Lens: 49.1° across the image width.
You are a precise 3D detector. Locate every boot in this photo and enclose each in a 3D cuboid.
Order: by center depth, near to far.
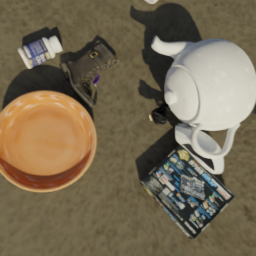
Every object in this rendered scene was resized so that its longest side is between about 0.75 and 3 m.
[{"bbox_3d":[-1.102,-1.840,9.166,1.809,0.719,2.077,-29,71,-10],"label":"boot"}]

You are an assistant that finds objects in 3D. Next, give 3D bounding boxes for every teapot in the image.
[{"bbox_3d":[1.965,-0.998,7.774,2.021,2.731,2.767,-19,38,-20],"label":"teapot"}]

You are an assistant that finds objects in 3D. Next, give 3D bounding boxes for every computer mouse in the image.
[{"bbox_3d":[1.873,0.201,8.214,2.699,0.592,1.480,43,32,9],"label":"computer mouse"}]

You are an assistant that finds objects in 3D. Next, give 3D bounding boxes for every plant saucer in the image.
[{"bbox_3d":[-2.396,0.378,8.176,2.908,0.544,2.908,2,80,-10],"label":"plant saucer"}]

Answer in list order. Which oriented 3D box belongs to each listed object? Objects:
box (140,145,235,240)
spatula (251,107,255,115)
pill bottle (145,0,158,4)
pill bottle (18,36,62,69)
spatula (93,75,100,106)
[{"bbox_3d":[1.641,1.763,7.952,1.682,0.487,2.116,-41,75,-13],"label":"box"},{"bbox_3d":[4.852,0.005,8.653,2.297,0.236,0.649,33,98,11],"label":"spatula"},{"bbox_3d":[1.233,-5.420,10.365,1.591,0.921,0.921,-42,75,-13],"label":"pill bottle"},{"bbox_3d":[-2.933,-2.582,9.428,1.301,0.723,0.723,-28,72,-10],"label":"pill bottle"},{"bbox_3d":[-1.062,-1.250,9.227,0.114,0.313,1.109,13,71,-39],"label":"spatula"}]
